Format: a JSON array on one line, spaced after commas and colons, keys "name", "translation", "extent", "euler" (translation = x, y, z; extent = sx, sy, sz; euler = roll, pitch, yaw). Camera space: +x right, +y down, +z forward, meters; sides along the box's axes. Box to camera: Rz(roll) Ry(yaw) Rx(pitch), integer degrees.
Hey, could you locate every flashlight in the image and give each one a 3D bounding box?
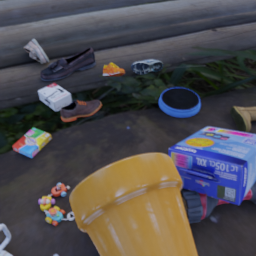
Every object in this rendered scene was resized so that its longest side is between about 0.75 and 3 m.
[{"name": "flashlight", "translation": [2.765, 1.960, 7.790], "extent": [2.825, 0.956, 0.960], "euler": [-5, 5, -11]}]

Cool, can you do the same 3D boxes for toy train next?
[{"name": "toy train", "translation": [-2.028, 2.114, 7.984], "extent": [0.969, 0.359, 1.291], "euler": [-19, 46, -19]}]

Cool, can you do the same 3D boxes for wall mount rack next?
[{"name": "wall mount rack", "translation": [-2.882, 3.543, 5.916], "extent": [2.904, 1.083, 2.523], "euler": [19, 46, 20]}]

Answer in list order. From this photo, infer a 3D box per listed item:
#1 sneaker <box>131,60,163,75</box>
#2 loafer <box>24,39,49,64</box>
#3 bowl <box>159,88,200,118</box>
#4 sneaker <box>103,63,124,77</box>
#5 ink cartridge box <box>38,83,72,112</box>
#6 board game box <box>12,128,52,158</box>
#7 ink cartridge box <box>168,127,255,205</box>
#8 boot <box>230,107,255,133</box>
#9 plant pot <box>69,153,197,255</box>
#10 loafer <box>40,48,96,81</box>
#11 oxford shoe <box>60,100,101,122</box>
[{"name": "sneaker", "translation": [0.838, -2.939, 13.374], "extent": [1.565, 0.607, 0.675], "euler": [-6, 31, -16]}, {"name": "loafer", "translation": [-4.619, -3.704, 14.033], "extent": [0.762, 0.871, 2.422], "euler": [-32, 43, -8]}, {"name": "bowl", "translation": [2.112, -1.083, 11.448], "extent": [1.696, 0.333, 1.696], "euler": [0, 43, 0]}, {"name": "sneaker", "translation": [-0.631, -2.324, 11.202], "extent": [0.521, 0.550, 1.427], "euler": [-4, 13, -35]}, {"name": "ink cartridge box", "translation": [-3.003, -1.267, 11.527], "extent": [1.167, 0.489, 0.842], "euler": [33, 52, 31]}, {"name": "board game box", "translation": [-3.353, 0.508, 9.817], "extent": [0.821, 0.216, 1.073], "euler": [19, 46, 19]}, {"name": "ink cartridge box", "translation": [2.430, 0.955, 7.707], "extent": [2.005, 1.122, 2.939], "euler": [11, 23, 37]}, {"name": "boot", "translation": [4.928, -0.382, 10.533], "extent": [1.718, 0.568, 1.504], "euler": [-1, 43, -2]}, {"name": "plant pot", "translation": [0.298, 2.312, 6.366], "extent": [2.684, 2.684, 2.457], "euler": [-16, 61, -16]}, {"name": "loafer", "translation": [-2.837, -3.052, 13.155], "extent": [2.812, 0.886, 1.011], "euler": [-25, 48, -24]}, {"name": "oxford shoe", "translation": [-1.809, -0.791, 10.915], "extent": [1.714, 0.622, 0.610], "euler": [-25, 48, -25]}]
